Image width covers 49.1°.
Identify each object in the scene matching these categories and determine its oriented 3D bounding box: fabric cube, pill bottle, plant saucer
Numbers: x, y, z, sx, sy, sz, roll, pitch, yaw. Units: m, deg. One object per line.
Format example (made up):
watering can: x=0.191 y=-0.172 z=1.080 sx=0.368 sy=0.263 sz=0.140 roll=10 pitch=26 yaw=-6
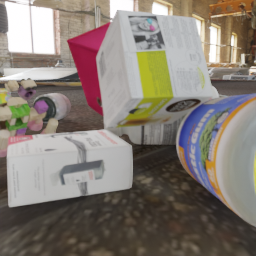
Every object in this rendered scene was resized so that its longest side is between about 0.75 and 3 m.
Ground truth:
fabric cube: x=-0.099 y=-1.819 z=8.647 sx=2.351 sy=2.343 sz=2.306 roll=-32 pitch=40 yaw=-23
pill bottle: x=1.394 y=0.249 z=3.664 sx=1.339 sy=1.339 sz=2.390 roll=-1 pitch=4 yaw=-4
pill bottle: x=0.705 y=-0.290 z=6.323 sx=2.422 sy=1.341 sz=1.341 roll=1 pitch=12 yaw=2
plant saucer: x=-2.618 y=-0.204 z=5.863 sx=0.114 sy=0.773 sz=0.773 roll=31 pitch=25 yaw=23

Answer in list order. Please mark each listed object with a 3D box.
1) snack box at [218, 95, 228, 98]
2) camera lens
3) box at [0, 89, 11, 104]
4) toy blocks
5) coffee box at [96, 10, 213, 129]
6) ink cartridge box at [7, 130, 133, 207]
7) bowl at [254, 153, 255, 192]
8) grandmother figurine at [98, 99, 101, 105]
snack box: x=3.159 y=-0.819 z=9.601 sx=2.236 sy=0.415 sz=1.299 roll=19 pitch=3 yaw=42
camera lens: x=-2.505 y=-0.674 z=9.238 sx=0.898 sy=0.898 sz=1.122 roll=3 pitch=11 yaw=13
box: x=-4.897 y=-0.797 z=9.591 sx=1.604 sy=0.978 sz=1.545 roll=-5 pitch=13 yaw=-25
toy blocks: x=-2.408 y=-0.077 z=5.908 sx=1.329 sy=1.197 sz=1.423 roll=-18 pitch=64 yaw=-42
coffee box: x=0.353 y=-0.892 z=4.746 sx=1.397 sy=1.413 sz=1.411 roll=-3 pitch=-15 yaw=-21
ink cartridge box: x=-0.896 y=0.508 z=4.188 sx=1.654 sy=0.701 sz=1.204 roll=-2 pitch=12 yaw=-22
bowl: x=1.686 y=0.460 z=1.160 sx=2.152 sy=2.152 sz=1.158 roll=5 pitch=19 yaw=23
grandmother figurine: x=-0.539 y=-0.777 z=8.925 sx=0.991 sy=0.601 sz=0.300 roll=9 pitch=5 yaw=38
